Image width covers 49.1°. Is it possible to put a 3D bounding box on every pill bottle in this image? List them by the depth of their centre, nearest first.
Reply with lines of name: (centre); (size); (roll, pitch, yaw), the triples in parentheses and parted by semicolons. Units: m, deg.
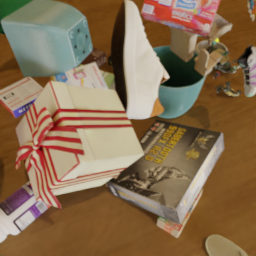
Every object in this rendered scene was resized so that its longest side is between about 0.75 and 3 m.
pill bottle: (-2.881, 2.183, 7.325); (0.899, 0.899, 1.613); (35, 58, 27)

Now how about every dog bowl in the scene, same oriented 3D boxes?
dog bowl: (3.665, -3.341, 12.464); (1.558, 0.457, 1.558); (0, 48, 0)

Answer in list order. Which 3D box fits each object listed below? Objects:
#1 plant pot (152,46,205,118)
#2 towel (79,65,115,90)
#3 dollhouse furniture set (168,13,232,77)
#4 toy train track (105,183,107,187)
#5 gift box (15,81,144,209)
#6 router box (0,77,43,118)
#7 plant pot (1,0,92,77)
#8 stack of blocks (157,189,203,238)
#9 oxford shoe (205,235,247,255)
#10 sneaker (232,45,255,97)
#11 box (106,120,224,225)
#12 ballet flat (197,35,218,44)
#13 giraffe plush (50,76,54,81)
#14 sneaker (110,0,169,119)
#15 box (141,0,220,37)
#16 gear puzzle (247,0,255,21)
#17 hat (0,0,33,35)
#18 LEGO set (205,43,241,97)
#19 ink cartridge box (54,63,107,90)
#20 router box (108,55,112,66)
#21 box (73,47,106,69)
plant pot: (1.449, -1.466, 9.891); (2.299, 1.845, 2.299); (0, 49, 0)
towel: (-1.069, -1.548, 10.192); (2.194, 0.337, 1.637); (19, 41, 8)
dollhouse furniture set: (2.397, -3.022, 8.058); (2.357, 1.151, 2.010); (-39, 69, -11)
toy train track: (-0.655, 0.885, 8.702); (1.113, 0.316, 1.941); (3, 63, -18)
gift box: (-1.008, 0.356, 5.560); (1.930, 1.907, 2.066); (0, 54, -45)
router box: (-4.020, -1.209, 10.646); (1.495, 0.365, 1.342); (-35, 58, -27)
plant pot: (-1.530, -1.858, 5.897); (1.309, 1.285, 1.281); (11, 46, 21)
stack of blocks: (1.337, 2.119, 7.687); (0.839, 0.427, 1.457); (26, 54, 21)
oxford shoe: (2.734, 3.317, 6.539); (0.790, 0.607, 2.102); (-32, 54, -21)
sneaker: (3.220, -1.590, 7.661); (0.939, 1.342, 0.522); (13, 4, -21)
box: (1.099, 1.039, 8.019); (2.266, 0.692, 2.861); (14, 48, 38)
ballet flat: (2.754, -3.597, 10.148); (2.055, 0.689, 0.687); (3, 33, -39)
giraffe plush: (-2.781, -2.115, 11.213); (1.026, 0.885, 0.832); (-9, 57, 3)
sneaker: (0.293, -1.616, 6.801); (1.233, 1.061, 2.913); (1, 80, -22)
box: (1.260, -2.907, 6.813); (1.697, 0.846, 0.810); (18, 13, 6)
gear puzzle: (3.515, -3.482, 7.778); (0.224, 0.885, 1.708); (-2, 2, 30)
hat: (-3.119, -3.890, 9.653); (2.219, 2.088, 2.520); (32, 66, 16)
LEGO set: (3.674, -2.466, 11.362); (1.895, 0.827, 2.918); (27, 58, -13)
ink cartridge box: (-1.402, -1.275, 8.317); (1.322, 0.560, 0.955); (-21, 76, -22)
router box: (-0.137, -3.192, 12.388); (1.047, 0.359, 1.404); (17, 51, 15)
box: (-1.676, -2.802, 11.943); (0.730, 0.546, 1.458); (30, 57, 23)
